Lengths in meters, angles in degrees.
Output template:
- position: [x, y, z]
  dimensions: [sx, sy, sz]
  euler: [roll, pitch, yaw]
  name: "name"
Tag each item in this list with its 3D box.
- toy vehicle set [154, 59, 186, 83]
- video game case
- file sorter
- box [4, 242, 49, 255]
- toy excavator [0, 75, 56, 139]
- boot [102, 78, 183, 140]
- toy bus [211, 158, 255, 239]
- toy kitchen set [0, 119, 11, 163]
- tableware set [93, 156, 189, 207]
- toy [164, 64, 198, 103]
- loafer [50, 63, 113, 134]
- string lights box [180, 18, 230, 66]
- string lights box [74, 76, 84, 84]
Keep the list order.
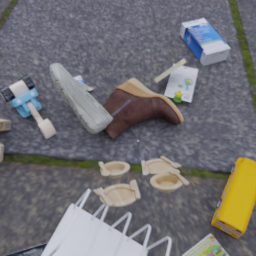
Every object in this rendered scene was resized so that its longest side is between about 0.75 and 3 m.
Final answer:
- position: [1.650, -2.239, 10.965]
  dimensions: [0.164, 1.241, 0.771]
  euler: [55, 31, -5]
  name: "toy vehicle set"
- position: [2.204, 3.753, 7.724]
  dimensions: [1.230, 0.141, 1.119]
  euler: [-29, 60, -18]
  name: "video game case"
- position: [-0.500, 2.917, 6.724]
  dimensions: [2.521, 1.570, 1.749]
  euler: [33, 43, -5]
  name: "file sorter"
- position: [-2.410, 4.006, 7.014]
  dimensions: [2.323, 0.534, 1.846]
  euler: [-18, 56, 3]
  name: "box"
- position: [-3.563, -0.726, 10.323]
  dimensions: [1.117, 2.237, 2.175]
  euler: [-36, 19, -21]
  name: "toy excavator"
- position: [0.296, -0.362, 10.290]
  dimensions: [2.844, 1.029, 2.366]
  euler: [38, 75, 22]
  name: "boot"
- position: [3.359, 1.964, 8.443]
  dimensions: [0.824, 0.991, 2.531]
  euler: [26, 59, 17]
  name: "toy bus"
- position: [-4.530, 0.589, 9.651]
  dimensions: [1.350, 1.493, 1.655]
  euler: [9, 95, 11]
  name: "toy kitchen set"
- position: [0.276, 1.139, 6.538]
  dimensions: [2.216, 0.257, 1.851]
  euler: [-9, 18, -10]
  name: "tableware set"
- position: [2.150, -1.751, 11.387]
  dimensions: [1.052, 0.431, 1.827]
  euler: [15, 55, 7]
  name: "toy"
- position: [-1.650, -1.104, 9.643]
  dimensions: [0.985, 0.987, 2.823]
  euler: [-36, 89, -22]
  name: "loafer"
- position: [3.438, -3.959, 12.760]
  dimensions: [1.201, 0.689, 2.337]
  euler: [-17, 57, -11]
  name: "string lights box"
- position: [-1.982, -1.373, 11.121]
  dimensions: [0.729, 0.418, 1.419]
  euler: [-21, 58, -14]
  name: "string lights box"
